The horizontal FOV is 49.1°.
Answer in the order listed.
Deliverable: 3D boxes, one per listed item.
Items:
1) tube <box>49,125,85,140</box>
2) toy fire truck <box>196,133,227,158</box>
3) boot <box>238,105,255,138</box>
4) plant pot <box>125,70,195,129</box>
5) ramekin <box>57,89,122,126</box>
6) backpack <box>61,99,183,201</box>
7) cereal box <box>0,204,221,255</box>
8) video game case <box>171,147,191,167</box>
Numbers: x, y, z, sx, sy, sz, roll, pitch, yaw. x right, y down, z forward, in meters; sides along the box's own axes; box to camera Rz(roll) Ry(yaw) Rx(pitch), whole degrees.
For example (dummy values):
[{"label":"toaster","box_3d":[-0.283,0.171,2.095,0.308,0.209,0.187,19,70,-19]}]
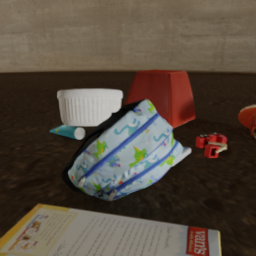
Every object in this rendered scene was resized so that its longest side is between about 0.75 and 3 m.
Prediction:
[{"label":"tube","box_3d":[-2.226,0.115,10.288,0.639,0.416,1.651,-22,20,-39]},{"label":"toy fire truck","box_3d":[2.703,0.521,8.783,1.442,0.351,1.017,-7,19,-32]},{"label":"boot","box_3d":[4.808,-0.160,10.248,1.433,1.003,2.673,-11,19,-20]},{"label":"plant pot","box_3d":[1.437,-1.442,12.506,2.495,2.199,2.492,10,18,35]},{"label":"ramekin","box_3d":[-1.380,-0.709,10.260,2.355,1.236,2.355,-1,2,0]},{"label":"backpack","box_3d":[-0.089,0.451,5.458,1.954,2.395,1.842,-33,70,-36]},{"label":"cereal box","box_3d":[-0.368,1.861,3.429,2.938,0.581,2.114,4,16,15]},{"label":"video game case","box_3d":[0.922,0.733,8.128,1.375,0.167,1.511,6,13,29]}]
